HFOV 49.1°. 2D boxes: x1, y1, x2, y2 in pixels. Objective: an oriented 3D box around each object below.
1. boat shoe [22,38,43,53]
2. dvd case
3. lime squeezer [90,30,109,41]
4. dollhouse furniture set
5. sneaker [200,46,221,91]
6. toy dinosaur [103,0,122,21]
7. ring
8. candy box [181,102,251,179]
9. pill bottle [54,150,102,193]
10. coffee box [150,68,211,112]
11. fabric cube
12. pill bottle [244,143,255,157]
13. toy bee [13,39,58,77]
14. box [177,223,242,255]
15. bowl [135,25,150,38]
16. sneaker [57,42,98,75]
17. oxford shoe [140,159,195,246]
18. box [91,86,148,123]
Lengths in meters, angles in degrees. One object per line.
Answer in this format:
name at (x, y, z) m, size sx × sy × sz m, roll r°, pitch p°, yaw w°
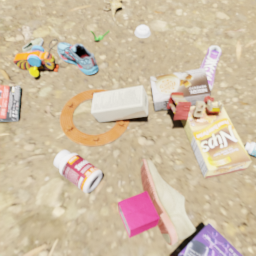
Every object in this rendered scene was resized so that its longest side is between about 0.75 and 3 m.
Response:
boat shoe at (-4.452, -3.864, 13.123) m, size 0.445 × 0.384 × 1.237 m, roll 23°, pitch 59°, yaw 15°
dvd case at (-5.505, -0.995, 10.980) m, size 2.355 × 0.259 × 1.719 m, roll 0°, pitch 55°, yaw -17°
lime squeezer at (-1.404, -4.450, 13.505) m, size 0.267 × 0.500 × 1.415 m, roll 16°, pitch 25°, yaw 30°
dollhouse furniture set at (2.367, -0.757, 10.056) m, size 1.716 × 0.698 × 0.923 m, roll 2°, pitch 30°, yaw -10°
sneaker at (3.343, -2.535, 11.709) m, size 0.808 × 1.271 × 2.229 m, roll 15°, pitch 59°, yaw 8°
toy dinosaur at (-0.808, -6.441, 14.776) m, size 0.938 × 0.540 × 1.854 m, roll 12°, pitch 57°, yaw 6°
ring at (-1.296, -0.510, 10.944) m, size 2.759 × 0.265 × 2.759 m, roll 0°, pitch 55°, yaw 0°
candy box at (3.039, 0.363, 10.056) m, size 1.526 × 0.731 × 2.644 m, roll -11°, pitch 56°, yaw -6°
pill bottle at (-1.691, 1.401, 9.288) m, size 1.532 × 0.865 × 0.865 m, roll 31°, pitch 61°, yaw 19°
coffee box at (2.014, -1.461, 10.960) m, size 2.139 × 0.853 × 1.223 m, roll -7°, pitch 64°, yaw 6°
fabric cube at (0.293, 2.612, 8.444) m, size 0.934 × 0.919 × 0.937 m, roll -20°, pitch 58°, yaw -13°
pill bottle at (4.569, 0.807, 9.942) m, size 0.819 × 0.454 × 0.454 m, roll 23°, pitch 59°, yaw 16°
toy bee at (-3.711, -2.809, 12.089) m, size 2.360 × 1.283 × 1.545 m, roll 12°, pitch 64°, yaw 36°
box at (1.882, 4.055, 7.263) m, size 2.410 × 1.257 × 1.783 m, roll -38°, pitch 64°, yaw -23°
bowl at (0.717, -4.805, 13.783) m, size 0.779 × 0.350 × 0.779 m, roll 0°, pitch 57°, yaw 0°
sneaker at (-2.233, -3.351, 12.327) m, size 2.357 × 1.126 × 0.935 m, roll 33°, pitch 62°, yaw 20°
oxford shoe at (1.155, 2.171, 8.809) m, size 1.005 × 0.964 × 2.723 m, roll -15°, pitch 67°, yaw -16°
box at (-0.306, -0.864, 10.455) m, size 1.980 × 0.770 × 0.940 m, roll -6°, pitch 60°, yaw 19°
